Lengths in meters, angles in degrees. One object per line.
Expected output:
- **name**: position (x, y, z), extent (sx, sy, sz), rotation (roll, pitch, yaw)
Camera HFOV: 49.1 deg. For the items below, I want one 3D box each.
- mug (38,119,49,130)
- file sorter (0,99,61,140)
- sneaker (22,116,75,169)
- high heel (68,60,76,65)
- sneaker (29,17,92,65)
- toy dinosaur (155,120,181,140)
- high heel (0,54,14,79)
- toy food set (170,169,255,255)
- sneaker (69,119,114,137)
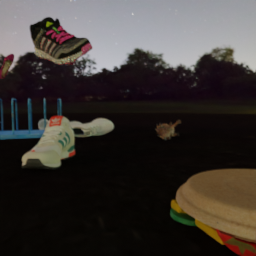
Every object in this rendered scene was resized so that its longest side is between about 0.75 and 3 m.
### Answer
- **mug**: position (-4.283, 0.006, 14.579), extent (0.779, 0.575, 0.683), rotation (31, -29, 2)
- **file sorter**: position (-4.569, -0.470, 13.037), extent (2.895, 1.776, 2.009), rotation (-2, 5, -17)
- **sneaker**: position (-2.002, 0.305, 7.223), extent (0.904, 1.200, 2.567), rotation (1, 4, 5)
- **high heel**: position (-2.624, -2.817, 11.815), extent (0.750, 0.526, 1.563), rotation (-34, 14, 24)
- **sneaker**: position (-1.706, -2.116, 6.623), extent (2.116, 0.926, 0.781), rotation (21, 50, 42)
- **toy dinosaur**: position (1.630, 0.105, 12.682), extent (1.207, 0.764, 1.781), rotation (-8, 2, -17)
- **high heel**: position (-4.592, -2.323, 10.649), extent (0.348, 1.031, 0.496), rotation (25, 10, -44)
- **toy food set**: position (1.707, 0.961, 3.389), extent (2.270, 0.552, 2.247), rotation (-2, 5, -19)
- **sneaker**: position (-1.755, 0.114, 12.965), extent (2.268, 0.845, 0.988), rotation (-8, 17, -12)
